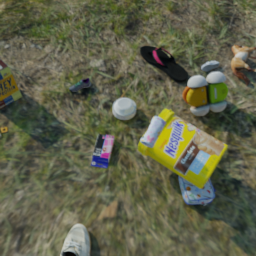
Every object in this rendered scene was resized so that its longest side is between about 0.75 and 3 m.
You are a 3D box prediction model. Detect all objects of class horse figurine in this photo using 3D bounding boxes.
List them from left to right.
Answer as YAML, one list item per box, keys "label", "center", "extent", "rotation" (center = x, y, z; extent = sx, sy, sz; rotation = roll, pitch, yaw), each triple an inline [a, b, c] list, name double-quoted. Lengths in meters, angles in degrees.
- label: "horse figurine"
  center: [5.499, -3.136, 13.156]
  extent: [1.672, 0.630, 2.523]
  rotation: [15, 60, 24]

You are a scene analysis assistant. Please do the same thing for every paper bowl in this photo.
- label: "paper bowl"
  center: [-0.155, -0.840, 11.544]
  extent: [0.977, 0.508, 0.977]
  rotation: [1, 53, -2]

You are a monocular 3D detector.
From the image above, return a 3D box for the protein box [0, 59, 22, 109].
- label: "protein box"
  center: [-5.672, -2.055, 11.697]
  extent: [1.198, 1.763, 1.775]
  rotation: [-38, 63, -24]

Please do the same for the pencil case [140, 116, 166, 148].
- label: "pencil case"
  center: [0.743, 0.126, 8.366]
  extent: [0.432, 0.396, 0.952]
  rotation: [23, 75, 32]

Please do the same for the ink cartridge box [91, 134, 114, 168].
- label: "ink cartridge box"
  center: [-0.959, 0.854, 10.546]
  extent: [0.629, 0.246, 1.328]
  rotation: [8, 57, 6]

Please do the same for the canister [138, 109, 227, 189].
- label: "canister"
  center: [1.813, 0.666, 9.343]
  extent: [2.415, 1.045, 1.794]
  rotation: [32, 67, 17]

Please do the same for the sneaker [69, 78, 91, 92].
- label: "sneaker"
  center: [-2.173, -1.958, 12.449]
  extent: [1.023, 0.448, 0.381]
  rotation: [-23, 57, -17]

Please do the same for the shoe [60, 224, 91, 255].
- label: "shoe"
  center: [-1.569, 3.892, 8.071]
  extent: [0.805, 0.615, 2.303]
  rotation: [3, 54, 2]

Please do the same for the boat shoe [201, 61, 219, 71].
- label: "boat shoe"
  center: [3.824, -2.942, 13.269]
  extent: [1.033, 0.380, 0.345]
  rotation: [-14, 44, -24]

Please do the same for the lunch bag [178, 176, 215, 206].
- label: "lunch bag"
  center: [2.344, 1.988, 9.547]
  extent: [1.071, 0.505, 1.337]
  rotation: [-5, 53, -6]

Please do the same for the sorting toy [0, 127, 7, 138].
- label: "sorting toy"
  center: [-5.422, 0.201, 11.045]
  extent: [1.250, 0.170, 0.704]
  rotation: [-26, 58, -18]

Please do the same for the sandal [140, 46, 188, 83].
- label: "sandal"
  center: [1.722, -3.230, 13.249]
  extent: [1.083, 0.650, 2.884]
  rotation: [-34, 61, -22]

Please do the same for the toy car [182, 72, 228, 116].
- label: "toy car"
  center: [3.156, -1.452, 11.639]
  extent: [1.836, 1.606, 1.376]
  rotation: [-13, 19, -9]
